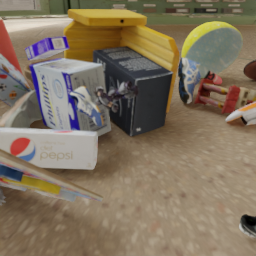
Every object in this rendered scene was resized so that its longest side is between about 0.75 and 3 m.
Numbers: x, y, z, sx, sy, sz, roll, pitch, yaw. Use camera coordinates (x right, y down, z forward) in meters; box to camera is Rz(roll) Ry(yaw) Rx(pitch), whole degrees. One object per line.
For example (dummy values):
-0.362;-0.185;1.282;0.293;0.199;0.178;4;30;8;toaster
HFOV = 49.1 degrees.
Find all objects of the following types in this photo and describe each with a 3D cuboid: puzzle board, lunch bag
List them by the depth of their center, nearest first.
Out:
-2.166;0.656;4.234;2.990;2.253;0.260;4;67;28;puzzle board
-3.916;-1.639;8.567;0.886;2.344;1.878;-38;62;-5;lunch bag

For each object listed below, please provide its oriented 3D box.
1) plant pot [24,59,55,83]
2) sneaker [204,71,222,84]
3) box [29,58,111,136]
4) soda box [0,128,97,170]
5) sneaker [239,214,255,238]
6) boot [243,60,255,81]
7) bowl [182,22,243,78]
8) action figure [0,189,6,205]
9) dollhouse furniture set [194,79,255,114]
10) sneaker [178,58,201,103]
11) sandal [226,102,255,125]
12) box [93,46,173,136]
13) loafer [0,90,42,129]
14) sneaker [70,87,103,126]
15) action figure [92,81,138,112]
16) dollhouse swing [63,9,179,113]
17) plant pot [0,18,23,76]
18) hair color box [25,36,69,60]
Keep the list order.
-2.510;-1.777;10.274;2.328;1.075;2.328;1;27;0;plant pot
3.535;-2.020;11.625;0.523;0.444;1.205;28;17;-10;sneaker
-1.526;-0.797;7.391;1.023;1.793;1.949;-26;31;-37;box
-1.759;0.425;5.948;2.160;0.736;0.688;3;6;-2;soda box
1.999;1.497;4.041;0.843;0.382;0.280;17;55;44;sneaker
5.843;-1.607;10.506;2.801;1.019;2.975;15;37;12;boot
3.262;-3.455;11.669;2.515;2.515;1.354;-8;53;-15;bowl
-2.671;1.068;4.915;1.253;0.815;0.435;4;54;26;action figure
3.336;-0.993;9.263;2.073;0.843;1.116;0;20;-41;dollhouse furniture set
2.150;-1.673;9.678;0.729;0.717;1.893;7;61;-1;sneaker
3.781;-0.489;7.702;2.137;0.613;0.819;-26;-1;23;sandal
0.008;-1.131;7.992;1.201;1.704;2.303;-17;41;-30;box
-3.029;-0.447;7.940;0.776;0.887;2.468;-3;29;10;loafer
-0.923;-0.409;6.151;0.437;0.373;0.991;-28;79;-23;sneaker
-0.322;-0.650;5.754;1.037;0.675;0.360;-19;48;32;action figure
-0.343;-1.678;8.221;2.578;2.837;2.494;-8;38;-20;dollhouse swing
-5.523;-2.661;10.373;2.928;2.590;2.928;-1;27;0;plant pot
-1.990;-1.943;6.844;1.021;0.331;0.558;-6;13;42;hair color box
